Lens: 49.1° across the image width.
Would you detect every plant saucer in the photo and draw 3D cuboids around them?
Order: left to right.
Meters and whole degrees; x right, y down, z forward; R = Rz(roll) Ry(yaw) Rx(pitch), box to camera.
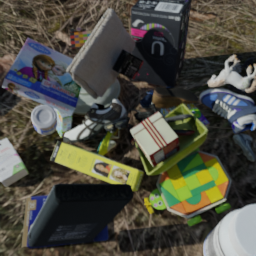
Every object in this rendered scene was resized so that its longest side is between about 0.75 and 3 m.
[{"bbox_3d":[-1.522,-1.576,10.718,2.425,0.609,2.425,-3,50,3],"label":"plant saucer"},{"bbox_3d":[1.320,0.412,8.635,2.083,0.499,2.080,-39,26,9],"label":"plant saucer"}]

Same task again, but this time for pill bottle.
[{"bbox_3d":[-2.176,-0.161,7.350,0.620,1.106,0.620,3,77,-13],"label":"pill bottle"},{"bbox_3d":[2.818,2.859,6.846,1.455,2.557,1.455,0,57,0],"label":"pill bottle"}]

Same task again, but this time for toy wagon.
[{"bbox_3d":[1.658,1.803,8.256,2.578,0.510,2.000,-26,65,3],"label":"toy wagon"}]

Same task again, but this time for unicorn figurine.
[{"bbox_3d":[3.643,-1.807,9.816,1.887,0.697,1.296,31,95,29],"label":"unicorn figurine"}]

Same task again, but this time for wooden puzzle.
[{"bbox_3d":[-2.141,-4.037,12.817,0.993,0.118,1.675,-8,57,-5],"label":"wooden puzzle"}]

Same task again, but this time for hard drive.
[{"bbox_3d":[-1.187,2.090,6.559,1.753,2.511,0.413,7,48,-29],"label":"hard drive"}]

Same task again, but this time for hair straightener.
[{"bbox_3d":[0.855,-0.293,9.087,0.568,1.069,2.778,-13,8,-41],"label":"hair straightener"}]

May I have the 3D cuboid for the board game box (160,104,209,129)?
[{"bbox_3d":[1.975,-0.384,9.966,0.856,0.871,1.662,-26,61,-14],"label":"board game box"}]

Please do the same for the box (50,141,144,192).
[{"bbox_3d":[-0.926,1.170,8.603,2.695,1.014,0.675,18,83,13],"label":"box"}]

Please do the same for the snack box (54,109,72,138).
[{"bbox_3d":[-2.476,-0.553,9.846,0.401,1.076,1.513,-20,58,-28],"label":"snack box"}]

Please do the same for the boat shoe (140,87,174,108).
[{"bbox_3d":[1.072,-1.229,10.408,1.414,0.485,0.595,-31,79,-7],"label":"boat shoe"}]

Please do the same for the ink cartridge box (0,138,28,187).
[{"bbox_3d":[-4.009,1.112,9.233,0.833,0.479,1.423,-31,62,-19],"label":"ink cartridge box"}]

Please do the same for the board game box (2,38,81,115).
[{"bbox_3d":[-2.516,-1.662,8.910,2.149,0.442,2.144,22,45,-20],"label":"board game box"}]

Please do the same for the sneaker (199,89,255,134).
[{"bbox_3d":[3.623,-0.539,10.058,2.093,0.843,1.533,12,50,0],"label":"sneaker"}]

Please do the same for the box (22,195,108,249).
[{"bbox_3d":[-1.826,2.674,8.286,2.398,0.389,1.453,-4,57,-4],"label":"box"}]

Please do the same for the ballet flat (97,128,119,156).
[{"bbox_3d":[-0.612,0.374,9.703,0.521,0.519,1.554,15,56,6],"label":"ballet flat"}]

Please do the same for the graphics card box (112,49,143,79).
[{"bbox_3d":[0.010,-2.082,9.302,0.295,1.161,0.729,37,106,23],"label":"graphics card box"}]

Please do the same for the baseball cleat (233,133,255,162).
[{"bbox_3d":[4.122,0.614,9.618,0.595,0.390,1.118,-21,60,-13],"label":"baseball cleat"}]

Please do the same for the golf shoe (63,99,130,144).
[{"bbox_3d":[-1.177,-0.244,9.421,2.384,0.927,1.127,-20,101,7],"label":"golf shoe"}]

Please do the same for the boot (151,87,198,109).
[{"bbox_3d":[1.571,-0.966,9.503,1.652,0.623,0.608,4,42,-17],"label":"boot"}]

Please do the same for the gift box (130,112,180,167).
[{"bbox_3d":[0.718,0.357,7.964,1.098,1.190,1.111,-30,61,-8],"label":"gift box"}]

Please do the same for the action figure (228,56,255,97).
[{"bbox_3d":[4.530,-2.009,10.969,1.215,1.043,2.044,14,56,-4],"label":"action figure"}]

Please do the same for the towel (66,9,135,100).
[{"bbox_3d":[-0.768,-2.270,8.929,0.437,1.679,2.533,24,79,35],"label":"towel"}]

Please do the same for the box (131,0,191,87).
[{"bbox_3d":[1.162,-3.168,10.311,1.776,2.905,1.541,14,48,16],"label":"box"}]
